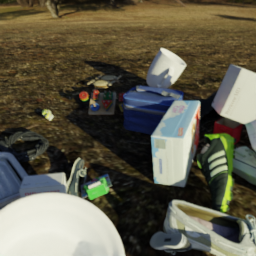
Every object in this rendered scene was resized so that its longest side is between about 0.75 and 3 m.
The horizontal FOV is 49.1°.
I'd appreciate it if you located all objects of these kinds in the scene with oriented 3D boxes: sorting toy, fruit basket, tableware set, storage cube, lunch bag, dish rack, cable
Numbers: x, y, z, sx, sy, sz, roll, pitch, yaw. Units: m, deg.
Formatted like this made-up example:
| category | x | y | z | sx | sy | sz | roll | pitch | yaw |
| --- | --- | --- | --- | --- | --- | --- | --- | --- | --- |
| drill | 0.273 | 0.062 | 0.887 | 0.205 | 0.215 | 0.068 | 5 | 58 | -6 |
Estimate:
| category | x | y | z | sx | sy | sz | roll | pitch | yaw |
| --- | --- | --- | --- | --- | --- | --- | --- | --- | --- |
| sorting toy | -1.066 | -1.138 | 12.165 | 2.315 | 0.392 | 1.116 | 0 | 60 | 8 |
| fruit basket | -0.883 | 1.522 | 7.488 | 0.830 | 0.420 | 0.896 | -22 | 19 | -6 |
| tableware set | -1.243 | -2.473 | 15.433 | 1.355 | 0.411 | 2.050 | 5 | 25 | 16 |
| storage cube | 3.520 | 0.138 | 9.927 | 0.733 | 0.771 | 0.857 | 23 | 34 | 38 |
| lunch bag | 0.892 | -0.809 | 10.850 | 2.410 | 1.594 | 1.637 | 11 | 29 | 19 |
| dish rack | -4.047 | 1.673 | 7.126 | 2.763 | 0.602 | 2.372 | -19 | 32 | -33 |
| cable | -3.424 | 0.644 | 9.414 | 1.465 | 0.456 | 1.795 | -17 | 30 | -40 |

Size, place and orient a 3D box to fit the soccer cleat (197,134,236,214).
| category | x | y | z | sx | sy | sz | roll | pitch | yaw |
| --- | --- | --- | --- | --- | --- | --- | --- | --- | --- |
| soccer cleat | 2.285 | 1.174 | 7.385 | 0.972 | 0.810 | 2.398 | 2 | 52 | 22 |

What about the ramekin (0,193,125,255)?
| category | x | y | z | sx | sy | sz | roll | pitch | yaw |
| --- | --- | --- | --- | --- | --- | --- | --- | --- | --- |
| ramekin | -1.286 | 2.326 | 4.518 | 2.303 | 1.123 | 2.303 | 14 | 43 | -13 |

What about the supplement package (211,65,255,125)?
| category | x | y | z | sx | sy | sz | roll | pitch | yaw |
| --- | --- | --- | --- | --- | --- | --- | --- | --- | --- |
| supplement package | 4.560 | -0.840 | 9.481 | 2.811 | 1.644 | 1.649 | 20 | 18 | 0 |

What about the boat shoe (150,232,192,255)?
| category | x | y | z | sx | sy | sz | roll | pitch | yaw |
| --- | --- | --- | --- | --- | --- | --- | --- | --- | --- |
| boat shoe | 0.863 | 2.354 | 5.719 | 1.030 | 0.352 | 0.380 | -32 | 23 | 46 |

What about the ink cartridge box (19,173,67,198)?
| category | x | y | z | sx | sy | sz | roll | pitch | yaw |
| --- | --- | --- | --- | --- | --- | --- | --- | --- | --- |
| ink cartridge box | -1.822 | 1.702 | 6.273 | 0.928 | 1.279 | 0.533 | -5 | 23 | -9 |

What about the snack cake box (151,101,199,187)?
| category | x | y | z | sx | sy | sz | roll | pitch | yaw |
| --- | --- | --- | --- | --- | --- | --- | --- | --- | --- |
| snack cake box | 1.538 | 0.345 | 8.568 | 0.907 | 1.553 | 2.700 | 4 | 26 | 22 |

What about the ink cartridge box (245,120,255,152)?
| category | x | y | z | sx | sy | sz | roll | pitch | yaw |
| --- | --- | --- | --- | --- | --- | --- | --- | --- | --- |
| ink cartridge box | 3.777 | 0.949 | 7.064 | 1.640 | 0.510 | 2.038 | 30 | 47 | -33 |

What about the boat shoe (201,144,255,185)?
| category | x | y | z | sx | sy | sz | roll | pitch | yaw |
| --- | --- | --- | --- | --- | --- | --- | --- | --- | --- |
| boat shoe | 3.233 | 0.891 | 8.026 | 2.463 | 0.906 | 0.822 | 29 | 80 | 44 |

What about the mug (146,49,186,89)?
| category | x | y | z | sx | sy | sz | roll | pitch | yaw |
| --- | --- | --- | --- | --- | --- | --- | --- | --- | --- |
| mug | 1.812 | -2.703 | 14.110 | 1.534 | 1.822 | 2.078 | 24 | 29 | -17 |

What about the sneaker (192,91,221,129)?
| category | x | y | z | sx | sy | sz | roll | pitch | yaw |
| --- | --- | --- | --- | --- | --- | --- | --- | --- | --- |
| sneaker | 3.586 | -0.808 | 11.820 | 2.678 | 0.804 | 1.397 | -17 | 32 | -21 |

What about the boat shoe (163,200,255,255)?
| category | x | y | z | sx | sy | sz | roll | pitch | yaw |
| --- | --- | --- | --- | --- | --- | --- | --- | --- | --- |
| boat shoe | 2.023 | 2.155 | 5.854 | 2.517 | 0.807 | 0.928 | 13 | 30 | 12 |

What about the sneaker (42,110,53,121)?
| category | x | y | z | sx | sy | sz | roll | pitch | yaw |
| --- | --- | --- | --- | --- | --- | --- | --- | --- | --- |
| sneaker | -3.420 | -0.601 | 11.717 | 0.339 | 0.343 | 0.898 | -53 | 42 | -6 |

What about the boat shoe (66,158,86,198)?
| category | x | y | z | sx | sy | sz | roll | pitch | yaw |
| --- | --- | --- | --- | --- | --- | --- | --- | --- | --- |
| boat shoe | -1.375 | 1.377 | 7.686 | 0.411 | 0.497 | 1.328 | 3 | 37 | 8 |
